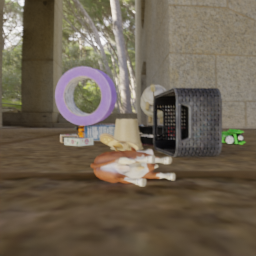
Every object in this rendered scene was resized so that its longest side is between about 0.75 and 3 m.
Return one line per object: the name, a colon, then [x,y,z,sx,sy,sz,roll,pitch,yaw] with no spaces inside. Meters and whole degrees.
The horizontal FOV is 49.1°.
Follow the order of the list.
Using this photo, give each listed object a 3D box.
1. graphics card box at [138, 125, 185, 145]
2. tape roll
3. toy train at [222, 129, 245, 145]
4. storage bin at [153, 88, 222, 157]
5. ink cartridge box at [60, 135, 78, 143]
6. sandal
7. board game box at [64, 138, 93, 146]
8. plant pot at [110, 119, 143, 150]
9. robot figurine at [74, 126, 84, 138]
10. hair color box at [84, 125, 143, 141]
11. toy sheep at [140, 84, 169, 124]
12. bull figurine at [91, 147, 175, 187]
graphics card box: [1.181,0.244,10.226,1.736,0.704,2.767,-3,4,-43]
tape roll: [-1.805,-1.364,12.124,2.462,2.462,1.046,0,6,10]
toy train: [3.982,0.358,10.971,0.715,0.529,2.534,-10,-1,12]
storage bin: [1.404,-0.135,7.230,1.087,1.568,2.319,-1,1,-7]
ink cartridge box: [-2.383,0.434,11.279,0.678,0.309,0.823,1,2,-16]
sandal: [-0.215,0.492,6.715,1.070,0.352,0.392,25,-49,-29]
board game box: [-1.728,0.478,9.795,0.850,0.273,0.627,1,2,41]
plant pot: [-0.037,0.181,8.430,0.986,0.902,0.986,0,1,0]
robot figurine: [-1.847,0.182,15.116,1.740,0.699,2.400,0,0,16]
hair color box: [-0.617,0.210,12.401,2.379,0.720,1.190,0,1,20]
toy sheep: [0.941,-0.869,9.580,1.162,1.162,1.685,0,-32,7]
bull figurine: [0.119,0.491,3.640,0.796,0.427,1.311,1,1,34]
